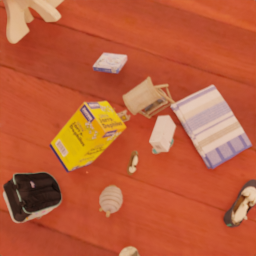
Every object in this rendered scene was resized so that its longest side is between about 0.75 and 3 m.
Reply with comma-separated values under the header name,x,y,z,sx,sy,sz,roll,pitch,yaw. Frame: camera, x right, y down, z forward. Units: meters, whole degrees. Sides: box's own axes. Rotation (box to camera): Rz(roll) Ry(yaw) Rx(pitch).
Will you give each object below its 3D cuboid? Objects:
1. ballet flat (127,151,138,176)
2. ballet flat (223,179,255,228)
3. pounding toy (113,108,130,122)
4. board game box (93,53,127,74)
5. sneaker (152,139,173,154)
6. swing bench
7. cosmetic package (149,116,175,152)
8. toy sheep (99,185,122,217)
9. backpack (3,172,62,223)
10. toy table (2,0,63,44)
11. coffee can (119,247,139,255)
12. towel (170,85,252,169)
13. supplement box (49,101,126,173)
name,x,y,z,sx,sy,sz,roll,pitch,yaw
ballet flat,0.167,1.163,8.945,0.294,0.313,0.866,11,101,-23
ballet flat,3.696,2.387,8.832,0.666,0.666,1.822,39,79,9
pounding toy,-0.399,-0.361,9.368,0.511,0.891,0.510,54,43,-17
board game box,-0.622,-2.249,9.724,0.905,0.196,0.901,12,49,19
sneaker,1.186,0.614,9.421,0.844,0.336,0.327,-34,78,-9
swing bench,0.655,-0.918,8.955,1.135,1.141,0.740,-32,65,34
cosmetic package,1.034,0.174,8.331,0.396,0.551,0.976,-2,53,37
toy sheep,-0.533,2.225,8.539,0.779,0.779,1.130,3,43,1
backpack,-2.866,2.059,8.484,1.182,1.541,1.355,-44,67,32
toy table,-3.413,-4.307,9.300,2.823,1.653,2.595,-44,42,-11
coffee can,0.135,3.911,8.050,0.580,0.580,0.793,-27,118,-6
towel,2.820,-0.081,9.563,1.877,0.304,2.556,-27,79,-14
supplement box,-1.255,0.267,8.528,2.033,1.106,1.113,-46,73,28
